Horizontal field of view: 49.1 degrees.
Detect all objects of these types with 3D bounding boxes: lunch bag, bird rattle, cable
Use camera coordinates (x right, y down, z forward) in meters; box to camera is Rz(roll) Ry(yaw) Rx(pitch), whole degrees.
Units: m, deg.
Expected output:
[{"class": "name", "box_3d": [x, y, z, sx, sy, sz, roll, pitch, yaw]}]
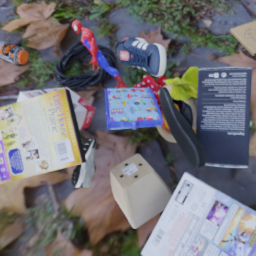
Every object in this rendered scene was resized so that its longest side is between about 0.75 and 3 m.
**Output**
[{"class": "lunch bag", "box_3d": [0.109, -0.500, 8.615, 1.581, 0.988, 2.100, -2, 23, -6]}, {"class": "bird rattle", "box_3d": [1.322, -0.698, 9.092, 1.668, 2.961, 2.414, -7, 90, -39]}, {"class": "cable", "box_3d": [-1.741, -2.376, 11.122, 2.134, 0.664, 2.616, 34, 61, 14]}]

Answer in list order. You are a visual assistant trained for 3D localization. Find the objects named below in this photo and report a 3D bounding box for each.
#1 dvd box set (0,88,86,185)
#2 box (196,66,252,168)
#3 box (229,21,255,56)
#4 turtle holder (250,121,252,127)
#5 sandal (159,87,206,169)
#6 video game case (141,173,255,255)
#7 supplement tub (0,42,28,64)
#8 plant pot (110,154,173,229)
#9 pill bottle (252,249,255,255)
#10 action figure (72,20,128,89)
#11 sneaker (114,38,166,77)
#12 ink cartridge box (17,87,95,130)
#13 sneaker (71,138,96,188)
[{"class": "dvd box set", "box_3d": [-2.270, 0.244, 6.377, 2.376, 0.349, 1.738, -16, 85, 9]}, {"class": "box", "box_3d": [2.422, -0.214, 7.182, 1.210, 1.716, 2.319, 3, 88, 18]}, {"class": "box", "box_3d": [5.561, -3.957, 12.318, 1.426, 0.186, 1.744, -20, 60, -12]}, {"class": "turtle holder", "box_3d": [2.984, -0.010, 8.908, 1.401, 1.499, 1.973, 26, 84, 10]}, {"class": "sandal", "box_3d": [1.329, -0.078, 6.647, 0.547, 0.859, 2.286, -16, 56, -10]}, {"class": "video game case", "box_3d": [1.671, 2.468, 6.282, 2.010, 0.504, 2.218, 28, 89, 33]}, {"class": "supplement tub", "box_3d": [-4.710, -3.015, 11.405, 1.148, 0.703, 0.703, 19, 59, 12]}, {"class": "plant pot", "box_3d": [0.267, 1.584, 7.696, 1.397, 1.238, 1.399, -30, 36, -11]}, {"class": "pill bottle", "box_3d": [4.007, 3.427, 6.993, 2.256, 1.176, 1.176, 3, 57, 2]}, {"class": "action figure", "box_3d": [-1.050, -2.488, 9.910, 0.734, 2.840, 0.929, -31, 21, 4]}, {"class": "sneaker", "box_3d": [0.299, -2.466, 9.701, 1.228, 1.089, 2.906, -5, 25, -19]}, {"class": "ink cartridge box", "box_3d": [-2.329, -0.545, 9.108, 1.520, 0.858, 2.071, 35, 27, 20]}, {"class": "sneaker", "box_3d": [-1.117, 0.965, 7.673, 0.557, 0.519, 1.405, 23, 74, -33]}]
